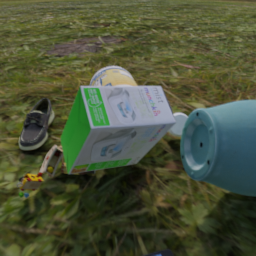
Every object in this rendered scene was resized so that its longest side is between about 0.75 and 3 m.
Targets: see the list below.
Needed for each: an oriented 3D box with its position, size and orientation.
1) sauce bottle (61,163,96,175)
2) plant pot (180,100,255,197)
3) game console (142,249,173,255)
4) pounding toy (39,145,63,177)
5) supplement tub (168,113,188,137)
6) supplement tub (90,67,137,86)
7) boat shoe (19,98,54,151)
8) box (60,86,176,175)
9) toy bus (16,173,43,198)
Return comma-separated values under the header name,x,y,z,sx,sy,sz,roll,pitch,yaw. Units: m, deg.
name,x,y,z,sx,sy,sz,roll,pitch,yaw
sauce bottle,-1.449,1.215,8.188,0.985,0.325,0.325,6,32,5
plant pot,2.701,0.450,6.874,2.400,2.555,2.555,5,30,-14
game console,0.492,2.720,5.377,1.156,0.684,0.987,-8,33,-14
pounding toy,-2.036,0.952,8.154,0.650,0.648,1.133,32,48,-23
supplement tub,1.667,-0.095,9.372,0.778,0.778,1.073,2,0,4
supplement tub,-0.378,-1.006,10.255,1.797,1.797,2.485,-8,35,-12
boat shoe,-3.289,-0.221,9.991,0.948,0.872,2.653,0,31,1
box,-0.407,0.072,7.439,2.225,2.522,1.219,-3,61,-28
toy bus,-2.604,1.395,7.288,0.692,0.734,0.379,-30,54,-32
